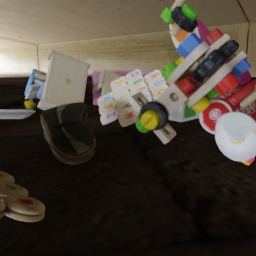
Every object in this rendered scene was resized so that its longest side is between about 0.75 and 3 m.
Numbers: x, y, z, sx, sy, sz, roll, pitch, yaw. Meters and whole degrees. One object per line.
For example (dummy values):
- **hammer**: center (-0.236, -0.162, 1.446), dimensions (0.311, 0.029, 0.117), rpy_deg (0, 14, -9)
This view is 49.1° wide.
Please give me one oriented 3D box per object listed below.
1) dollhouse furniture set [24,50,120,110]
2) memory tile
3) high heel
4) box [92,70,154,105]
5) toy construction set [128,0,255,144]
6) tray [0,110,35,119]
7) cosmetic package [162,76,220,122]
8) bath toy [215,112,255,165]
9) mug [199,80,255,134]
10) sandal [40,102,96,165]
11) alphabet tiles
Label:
- **dollhouse furniture set**: center (-2.083, -0.800, 9.503), dimensions (2.634, 1.821, 2.790), rpy_deg (16, -27, -26)
- **memory tile**: center (-1.804, 0.577, 2.773), dimensions (1.722, 0.145, 1.320), rpy_deg (18, 0, -44)
- **high heel**: center (2.303, -2.326, 7.951), dimensions (1.395, 0.979, 2.908), rpy_deg (-5, 51, -37)
- **box**: center (-0.170, -1.877, 12.586), dimensions (2.831, 1.369, 2.491), rpy_deg (-2, 13, -7)
- **toy construction set**: center (1.445, -0.609, 5.691), dimensions (2.940, 2.259, 2.452), rpy_deg (31, 35, -15)
- **tray**: center (-3.799, -0.415, 8.740), dimensions (1.576, 0.175, 0.846), rpy_deg (1, 12, 4)
- **cosmetic package**: center (2.074, -1.058, 8.919), dimensions (2.538, 1.366, 1.077), rpy_deg (-13, 18, -41)
- **bath toy**: center (2.509, -0.040, 4.279), dimensions (2.383, 0.881, 1.036), rpy_deg (-20, 52, 2)
- **mug**: center (2.480, -0.563, 6.843), dimensions (1.023, 1.360, 1.533), rpy_deg (24, 28, 35)
- **sandal**: center (-1.136, 0.107, 5.513), dimensions (0.992, 0.663, 2.428), rpy_deg (-11, 30, -17)
- **alphabet tiles**: center (0.090, -0.915, 7.906), dimensions (2.062, 0.154, 2.109), rpy_deg (-24, 41, 7)
